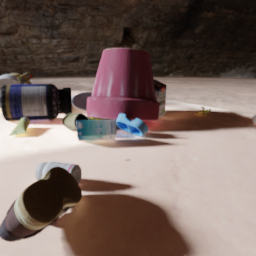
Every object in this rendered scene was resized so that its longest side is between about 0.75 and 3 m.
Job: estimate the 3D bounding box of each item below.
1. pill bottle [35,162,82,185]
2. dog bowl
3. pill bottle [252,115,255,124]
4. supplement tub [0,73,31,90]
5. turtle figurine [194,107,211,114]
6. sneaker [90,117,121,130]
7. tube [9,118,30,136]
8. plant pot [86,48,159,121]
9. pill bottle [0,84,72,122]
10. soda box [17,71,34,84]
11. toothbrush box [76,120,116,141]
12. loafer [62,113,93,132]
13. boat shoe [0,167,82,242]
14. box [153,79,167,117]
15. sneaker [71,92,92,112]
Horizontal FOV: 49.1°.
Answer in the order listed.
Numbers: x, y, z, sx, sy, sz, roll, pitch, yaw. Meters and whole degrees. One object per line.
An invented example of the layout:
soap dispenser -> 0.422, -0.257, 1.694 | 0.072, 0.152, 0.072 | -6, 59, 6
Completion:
pill bottle -> -1.422, 0.938, 5.693 | 0.848, 0.480, 0.480 | 4, 14, 19
dog bowl -> 0.097, -0.069, 9.472 | 1.214, 0.677, 0.301 | 21, 61, 31
pill bottle -> 5.442, -0.351, 11.101 | 0.906, 0.495, 0.495 | -2, 13, -8
supplement tub -> -6.021, -1.878, 14.569 | 1.847, 1.847, 2.540 | -3, 13, -11
turtle figurine -> 3.552, -0.787, 13.202 | 0.651, 0.260, 0.807 | -4, -20, -16
sneaker -> -0.649, -0.353, 10.787 | 1.826, 0.675, 0.751 | 13, 17, 42
tube -> -3.823, 0.005, 10.008 | 0.391, 0.437, 1.508 | 36, 7, -18
plant pot -> -0.149, -1.684, 11.230 | 2.951, 2.641, 2.951 | 4, 6, 0
pill bottle -> -3.807, -1.082, 11.887 | 2.772, 1.550, 1.550 | -3, 14, -13
soda box -> -4.396, -2.164, 12.029 | 0.291, 0.308, 0.910 | -20, 20, 12
toothbrush box -> -0.967, 0.088, 8.595 | 1.176, 0.502, 0.861 | -2, -13, -8
loafer -> -1.707, -0.225, 9.788 | 1.833, 0.694, 0.626 | 11, -22, 36
boat shoe -> -1.280, 1.127, 4.326 | 0.661, 0.733, 2.038 | -36, 0, 5
box -> 0.628, -1.717, 13.041 | 0.481, 1.525, 2.771 | -25, 42, -30
sneaker -> -1.685, -1.303, 14.596 | 2.772, 1.012, 0.981 | -2, -4, -29
